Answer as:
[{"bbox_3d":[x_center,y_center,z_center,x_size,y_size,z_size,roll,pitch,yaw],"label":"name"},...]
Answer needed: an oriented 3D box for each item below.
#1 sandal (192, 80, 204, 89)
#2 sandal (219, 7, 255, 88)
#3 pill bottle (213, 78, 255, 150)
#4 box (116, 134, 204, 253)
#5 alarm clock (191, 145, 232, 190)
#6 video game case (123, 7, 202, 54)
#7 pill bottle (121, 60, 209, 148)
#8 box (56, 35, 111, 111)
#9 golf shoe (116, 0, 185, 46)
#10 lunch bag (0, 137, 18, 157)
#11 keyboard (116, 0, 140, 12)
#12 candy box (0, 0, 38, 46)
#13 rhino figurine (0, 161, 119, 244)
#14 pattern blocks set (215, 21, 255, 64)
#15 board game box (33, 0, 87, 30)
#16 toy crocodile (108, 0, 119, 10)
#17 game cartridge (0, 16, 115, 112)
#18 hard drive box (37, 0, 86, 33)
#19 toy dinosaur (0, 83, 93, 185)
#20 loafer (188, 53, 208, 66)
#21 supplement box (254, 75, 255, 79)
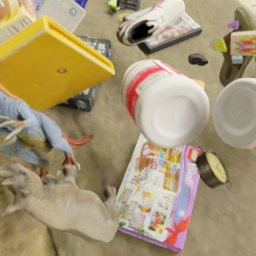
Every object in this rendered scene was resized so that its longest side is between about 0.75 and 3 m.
[{"bbox_3d":[1.784,-1.583,9.577,1.693,0.485,0.649,-3,57,-2],"label":"sandal"},{"bbox_3d":[2.725,-1.925,7.358,0.678,2.378,0.944,-12,50,-7],"label":"sandal"},{"bbox_3d":[2.521,-0.157,4.768,1.966,1.095,1.095,5,53,-30],"label":"pill bottle"},{"bbox_3d":[0.821,1.584,7.500,1.903,0.544,2.781,17,59,11],"label":"box"},{"bbox_3d":[1.804,0.934,5.825,1.154,0.384,0.778,39,36,-18],"label":"alarm clock"},{"bbox_3d":[1.357,-4.161,11.340,2.433,0.310,2.199,-25,61,-15],"label":"video game case"},{"bbox_3d":[0.595,-0.673,5.907,1.344,1.344,2.395,-11,26,-7],"label":"pill bottle"},{"bbox_3d":[-2.018,-2.072,9.802,2.301,0.625,2.873,9,58,6],"label":"box"},{"bbox_3d":[0.802,-3.118,8.434,2.299,0.835,1.059,-32,31,-3],"label":"golf shoe"},{"bbox_3d":[-2.430,0.379,6.267,0.776,0.299,0.622,-7,24,40],"label":"lunch bag"},{"bbox_3d":[-0.103,-4.203,7.462,1.216,1.914,0.197,-1,13,-27],"label":"keyboard"},{"bbox_3d":[-3.301,-2.117,6.173,2.656,0.750,1.550,-26,63,6],"label":"candy box"},{"bbox_3d":[-1.124,1.234,4.767,0.793,2.654,1.160,-40,41,18],"label":"rhino figurine"},{"bbox_3d":[2.464,-1.712,5.719,1.337,1.521,0.123,1,74,36],"label":"pattern blocks set"},{"bbox_3d":[-2.223,-4.147,8.291,0.611,2.067,2.718,39,27,17],"label":"board game box"},{"bbox_3d":[-0.009,-5.882,12.213,0.772,0.706,2.288,35,64,20],"label":"toy crocodile"},{"bbox_3d":[-2.012,-1.138,6.207,2.708,2.387,0.439,-21,73,22],"label":"game cartridge"},{"bbox_3d":[-2.204,-2.456,7.434,2.329,0.894,1.815,-52,26,12],"label":"hard drive box"},{"bbox_3d":[-2.203,-0.082,5.448,1.565,2.705,2.981,-21,18,15],"label":"toy dinosaur"},{"bbox_3d":[1.949,-1.979,7.964,0.931,0.335,0.293,-1,66,-48],"label":"loafer"},{"bbox_3d":[4.073,-1.337,6.375,0.989,2.689,1.694,-38,68,-14],"label":"supplement box"}]
